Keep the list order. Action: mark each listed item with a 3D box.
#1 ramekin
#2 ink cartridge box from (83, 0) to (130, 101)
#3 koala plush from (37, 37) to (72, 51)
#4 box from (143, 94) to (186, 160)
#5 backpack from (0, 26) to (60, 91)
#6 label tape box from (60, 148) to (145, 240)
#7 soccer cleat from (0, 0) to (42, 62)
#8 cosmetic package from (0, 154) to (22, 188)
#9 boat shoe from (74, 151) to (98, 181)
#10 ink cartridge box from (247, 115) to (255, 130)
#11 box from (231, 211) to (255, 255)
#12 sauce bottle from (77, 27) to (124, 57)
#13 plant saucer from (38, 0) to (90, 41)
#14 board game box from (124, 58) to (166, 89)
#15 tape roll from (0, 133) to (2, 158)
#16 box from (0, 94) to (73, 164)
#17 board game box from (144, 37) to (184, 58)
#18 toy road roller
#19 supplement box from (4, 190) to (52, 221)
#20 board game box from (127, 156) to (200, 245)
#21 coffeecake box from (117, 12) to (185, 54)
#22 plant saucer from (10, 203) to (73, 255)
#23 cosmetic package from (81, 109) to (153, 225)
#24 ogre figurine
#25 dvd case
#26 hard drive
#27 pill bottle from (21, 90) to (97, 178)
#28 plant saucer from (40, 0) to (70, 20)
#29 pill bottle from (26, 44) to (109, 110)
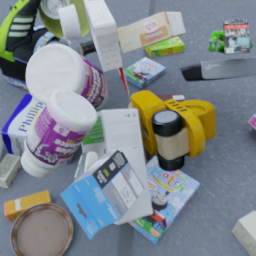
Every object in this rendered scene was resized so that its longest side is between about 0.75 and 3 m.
[{"bbox_3d":[-1.886,-3.360,9.031,0.527,1.081,1.081,-14,48,-9],"label":"ramekin"},{"bbox_3d":[-0.713,-2.589,8.940,0.648,2.553,2.897,-15,42,-4],"label":"ink cartridge box"},{"bbox_3d":[-2.591,-2.518,10.627,1.462,1.649,1.515,-22,36,-15],"label":"koala plush"},{"bbox_3d":[1.266,-0.023,9.876,1.507,1.816,1.491,-5,47,-4],"label":"box"},{"bbox_3d":[-4.109,-3.341,12.865,2.737,2.017,2.998,17,48,16],"label":"backpack"},{"bbox_3d":[-0.396,1.166,5.150,0.442,1.007,1.397,-22,13,41],"label":"label tape box"},{"bbox_3d":[-3.742,-3.698,9.970,2.863,1.160,0.967,-51,42,6],"label":"soccer cleat"},{"bbox_3d":[-4.054,1.438,9.430,0.538,0.454,1.041,11,47,10],"label":"cosmetic package"},{"bbox_3d":[-0.890,0.952,5.547,0.311,0.367,1.007,3,72,42],"label":"boat shoe"},{"bbox_3d":[5.496,0.388,10.114,1.307,0.459,2.190,3,38,-35],"label":"ink cartridge box"},{"bbox_3d":[3.674,3.202,7.535,0.654,0.799,1.682,-21,51,-19],"label":"box"},{"bbox_3d":[-0.868,-3.403,11.128,2.363,0.765,0.765,-26,52,-22],"label":"sauce bottle"},{"bbox_3d":[-2.281,-4.485,10.643,2.222,2.222,0.345,-20,23,-18],"label":"plant saucer"},{"bbox_3d":[0.735,-2.662,13.402,1.336,0.323,1.766,35,55,29],"label":"board game box"},{"bbox_3d":[-4.715,0.878,9.129,0.561,1.698,1.698,17,32,-41],"label":"tape roll"},{"bbox_3d":[-2.994,-0.025,10.275,2.345,1.230,2.157,6,46,7],"label":"box"},{"bbox_3d":[1.918,-4.316,14.886,1.870,0.445,0.950,-13,48,-12],"label":"board game box"},{"bbox_3d":[1.165,-0.112,7.192,1.687,1.420,2.311,-21,32,-15],"label":"toy road roller"},{"bbox_3d":[-3.024,2.370,8.553,1.341,0.446,0.461,-17,49,-14],"label":"supplement box"},{"bbox_3d":[0.855,2.129,8.787,1.784,0.432,2.359,31,53,26],"label":"board game box"},{"bbox_3d":[0.909,-3.503,10.232,1.782,0.848,2.322,-11,15,28],"label":"coffeecake box"},{"bbox_3d":[-2.422,2.994,7.953,1.697,0.272,1.697,3,54,-4],"label":"plant saucer"},{"bbox_3d":[-0.340,0.900,6.909,1.080,1.370,2.545,-5,84,-35],"label":"cosmetic package"},{"bbox_3d":[3.380,-2.977,9.540,1.481,0.727,0.888,-16,58,12],"label":"ogre figurine"},{"bbox_3d":[3.034,-2.567,7.854,0.717,0.108,0.982,-4,88,-3],"label":"dvd case"},{"bbox_3d":[3.379,-1.933,9.204,2.873,0.608,1.938,-7,7,-10],"label":"hard drive"},{"bbox_3d":[-1.508,0.196,5.816,1.022,1.821,1.022,29,29,-18],"label":"pill bottle"},{"bbox_3d":[-2.676,-4.481,10.220,1.064,1.064,0.267,-18,10,-17],"label":"plant saucer"},{"bbox_3d":[-1.516,-1.243,8.147,1.583,2.820,1.583,-1,88,15],"label":"pill bottle"}]
